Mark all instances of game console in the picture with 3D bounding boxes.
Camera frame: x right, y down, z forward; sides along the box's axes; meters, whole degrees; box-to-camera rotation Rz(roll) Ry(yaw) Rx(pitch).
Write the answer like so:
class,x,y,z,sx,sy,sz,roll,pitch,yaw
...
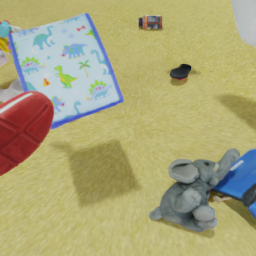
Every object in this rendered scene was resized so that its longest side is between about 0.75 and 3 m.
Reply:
class,x,y,z,sx,sy,sz,roll,pitch,yaw
game console,3.180,1.494,6.572,1.943,1.150,1.658,-28,19,-27

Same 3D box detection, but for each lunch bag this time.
class,x,y,z,sx,sy,sz,roll,pitch,yaw
lunch bag,-1.086,-0.931,5.014,1.542,1.156,1.814,-21,63,-8

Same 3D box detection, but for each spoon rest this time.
class,x,y,z,sx,sy,sz,roll,pitch,yaw
spoon rest,-3.682,-1.240,8.871,2.902,0.880,1.442,14,55,16

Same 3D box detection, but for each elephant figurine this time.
class,x,y,z,sx,sy,sz,roll,pitch,yaw
elephant figurine,1.483,1.222,6.164,1.405,1.281,1.811,22,53,2

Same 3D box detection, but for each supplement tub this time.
class,x,y,z,sx,sy,sz,roll,pitch,yaw
supplement tub,1.026,-4.910,12.996,1.099,0.588,0.588,1,44,1

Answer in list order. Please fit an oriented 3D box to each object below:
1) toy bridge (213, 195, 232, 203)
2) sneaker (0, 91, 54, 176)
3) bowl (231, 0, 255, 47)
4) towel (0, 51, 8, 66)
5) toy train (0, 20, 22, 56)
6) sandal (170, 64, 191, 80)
class,x,y,z,sx,sy,sz,roll,pitch,yaw
toy bridge,2.371,1.511,6.599,0.872,0.119,0.293,-31,52,-28
sneaker,-1.147,0.073,1.961,1.230,0.482,0.711,-43,58,-9
bowl,3.385,-2.885,6.257,0.835,2.235,2.238,-33,34,-10
towel,-4.585,-1.950,7.267,2.452,0.414,2.567,-34,63,-3
toy train,-2.196,-1.689,5.449,0.771,1.026,0.285,16,59,0
sandal,1.932,-1.981,10.171,0.565,0.339,1.504,26,34,17
